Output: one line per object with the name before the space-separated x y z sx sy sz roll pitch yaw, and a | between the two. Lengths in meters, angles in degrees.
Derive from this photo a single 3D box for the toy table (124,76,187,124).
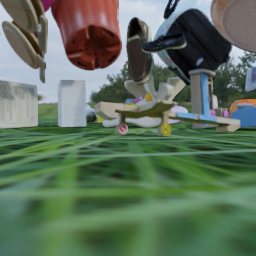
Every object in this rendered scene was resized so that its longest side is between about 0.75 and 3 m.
toy table | 1.174 -1.234 11.766 2.839 1.663 2.610 -11 25 -28

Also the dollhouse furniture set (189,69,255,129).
dollhouse furniture set | 3.209 -0.845 7.697 2.422 1.581 2.287 -2 2 35

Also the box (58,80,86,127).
box | -1.822 -0.761 8.988 0.767 1.443 1.099 -1 3 -18

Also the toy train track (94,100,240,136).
toy train track | 0.825 -0.055 5.191 2.922 0.475 1.676 5 -7 -22

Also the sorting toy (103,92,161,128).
sorting toy | 0.057 -0.368 9.033 1.729 1.026 1.920 -19 2 1

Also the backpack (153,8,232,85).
backpack | 2.262 -3.093 10.526 2.562 2.274 1.929 37 4 -27

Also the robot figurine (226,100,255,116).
robot figurine | 4.232 -0.523 9.672 1.589 1.143 0.927 0 -19 -6

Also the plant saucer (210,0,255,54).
plant saucer | 3.341 -2.759 6.977 2.581 2.581 0.472 0 -23 8

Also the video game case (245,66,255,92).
video game case | 3.872 -1.567 7.844 1.141 0.131 1.039 -24 28 41

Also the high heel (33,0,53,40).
high heel | -2.469 -3.006 8.049 2.225 0.750 1.070 -28 -51 35

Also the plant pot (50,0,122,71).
plant pot | -1.074 -2.808 7.825 2.025 1.970 2.025 -10 -34 -7

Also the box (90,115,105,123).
box | -1.536 -0.492 15.103 0.588 0.392 1.564 1 2 16

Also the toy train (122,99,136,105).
toy train | -0.087 -0.819 13.646 2.030 0.752 2.703 -25 0 10

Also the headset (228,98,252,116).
headset | 5.048 -0.665 12.725 1.236 0.941 2.002 -1 -8 -14

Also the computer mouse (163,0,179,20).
computer mouse | 1.185 -2.711 5.559 0.300 0.517 1.764 9 -13 -17

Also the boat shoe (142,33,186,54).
boat shoe | 1.083 -2.619 8.508 1.363 0.509 0.452 -5 -35 4

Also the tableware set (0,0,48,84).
tableware set | -2.268 -2.343 6.156 0.586 1.934 2.926 -43 1 -22

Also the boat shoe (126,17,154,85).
boat shoe | 0.305 -3.103 11.023 1.110 3.007 1.112 -17 -33 25

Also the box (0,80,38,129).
box | -3.705 -0.660 8.056 1.123 1.318 2.062 1 3 20

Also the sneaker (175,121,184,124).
sneaker | 2.212 -0.446 13.309 1.170 0.454 0.656 1 4 26

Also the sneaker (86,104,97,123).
sneaker | -2.397 -0.857 13.448 1.093 1.278 2.934 -1 4 -33
